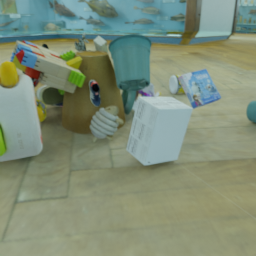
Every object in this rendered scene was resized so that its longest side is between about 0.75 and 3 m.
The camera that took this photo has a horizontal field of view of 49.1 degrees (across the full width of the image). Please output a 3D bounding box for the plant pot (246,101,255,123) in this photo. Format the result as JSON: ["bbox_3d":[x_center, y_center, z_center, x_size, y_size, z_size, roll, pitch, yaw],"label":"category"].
[{"bbox_3d":[5.141,-0.582,10.467,1.209,1.209,1.136,-15,13,-30],"label":"plant pot"}]

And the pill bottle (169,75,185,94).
[{"bbox_3d":[3.021,-2.254,14.307,1.675,0.938,0.938,-6,25,-13],"label":"pill bottle"}]

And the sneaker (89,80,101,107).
[{"bbox_3d":[-1.071,-1.109,9.261,0.339,0.906,0.383,-22,26,-20],"label":"sneaker"}]

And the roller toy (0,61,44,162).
[{"bbox_3d":[-3.389,-0.317,8.078,1.824,2.611,2.381,-9,-16,-16],"label":"roller toy"}]

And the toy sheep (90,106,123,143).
[{"bbox_3d":[-0.765,-0.103,9.189,0.984,1.427,0.984,31,6,-4],"label":"toy sheep"}]

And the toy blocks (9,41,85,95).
[{"bbox_3d":[-2.865,-2.113,9.153,1.972,1.442,2.885,15,19,-36],"label":"toy blocks"}]

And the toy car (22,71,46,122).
[{"bbox_3d":[-3.883,-1.404,10.598,2.007,2.133,0.476,17,37,31],"label":"toy car"}]

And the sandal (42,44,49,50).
[{"bbox_3d":[-3.156,-2.864,10.999,0.220,0.917,0.345,16,44,20],"label":"sandal"}]

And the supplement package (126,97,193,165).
[{"bbox_3d":[0.859,0.055,7.861,1.286,1.651,0.915,-4,28,-36],"label":"supplement package"}]

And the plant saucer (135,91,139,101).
[{"bbox_3d":[0.160,-1.627,12.128,0.334,1.826,1.826,15,20,-18],"label":"plant saucer"}]

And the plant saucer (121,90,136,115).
[{"bbox_3d":[-0.037,-1.250,11.322,0.257,1.429,1.429,8,21,-17],"label":"plant saucer"}]

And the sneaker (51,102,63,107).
[{"bbox_3d":[-2.720,-1.161,12.292,1.582,0.555,0.649,-4,22,-12],"label":"sneaker"}]

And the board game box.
[{"bbox_3d":[2.585,-1.431,10.116,1.266,1.260,0.275,-19,-12,-29],"label":"board game box"}]

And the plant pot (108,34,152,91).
[{"bbox_3d":[0.118,-2.081,9.363,1.483,1.452,1.483,-4,-12,-1],"label":"plant pot"}]

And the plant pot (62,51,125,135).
[{"bbox_3d":[-1.309,-1.446,10.452,2.470,2.650,2.470,1,23,0],"label":"plant pot"}]

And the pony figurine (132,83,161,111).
[{"bbox_3d":[0.844,-1.249,11.267,1.460,1.260,1.513,12,15,-9],"label":"pony figurine"}]

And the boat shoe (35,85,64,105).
[{"bbox_3d":[-2.432,-1.616,11.732,2.872,1.073,0.982,-11,23,-37],"label":"boat shoe"}]

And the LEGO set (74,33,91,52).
[{"bbox_3d":[-1.839,-2.970,10.821,0.856,1.318,0.373,16,27,40],"label":"LEGO set"}]

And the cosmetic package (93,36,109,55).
[{"bbox_3d":[-1.044,-3.112,10.918,0.450,0.855,0.304,41,75,15],"label":"cosmetic package"}]
